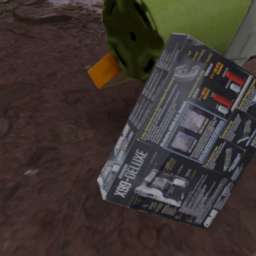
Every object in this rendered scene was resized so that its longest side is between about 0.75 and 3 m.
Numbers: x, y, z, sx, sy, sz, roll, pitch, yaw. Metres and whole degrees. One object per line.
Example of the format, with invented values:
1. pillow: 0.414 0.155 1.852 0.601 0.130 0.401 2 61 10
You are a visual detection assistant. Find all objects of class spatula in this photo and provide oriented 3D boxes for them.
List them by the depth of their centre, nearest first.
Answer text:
1. spatula: 2.198 -0.866 4.222 1.910 2.747 0.221 -12 62 -8

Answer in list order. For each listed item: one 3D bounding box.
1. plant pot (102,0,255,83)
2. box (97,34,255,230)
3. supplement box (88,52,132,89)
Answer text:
1. plant pot: 1.063 -2.217 5.565 2.737 2.882 2.882 -29 47 -25
2. box: 0.646 0.129 2.873 1.335 1.693 0.421 22 12 -21
3. supplement box: -0.172 -1.471 6.751 0.521 0.893 1.417 58 33 2
